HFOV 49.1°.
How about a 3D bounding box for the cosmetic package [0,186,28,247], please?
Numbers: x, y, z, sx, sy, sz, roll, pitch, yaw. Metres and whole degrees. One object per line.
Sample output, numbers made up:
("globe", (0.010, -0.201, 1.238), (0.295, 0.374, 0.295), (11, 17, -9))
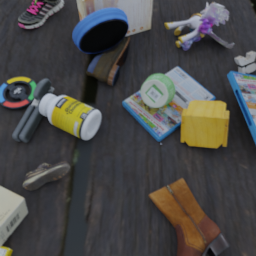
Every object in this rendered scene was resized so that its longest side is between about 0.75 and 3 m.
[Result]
("cosmetic package", (-3.969, 2.033, 7.433), (2.241, 0.819, 1.160), (22, 45, 11))

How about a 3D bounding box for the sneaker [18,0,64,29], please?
("sneaker", (-3.755, -5.172, 11.818), (0.907, 1.076, 2.459), (32, 64, 18))

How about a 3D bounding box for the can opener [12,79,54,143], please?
("can opener", (-3.146, -0.598, 9.243), (0.597, 0.753, 2.267), (5, 62, 26))

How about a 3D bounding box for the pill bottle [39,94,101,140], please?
("pill bottle", (-1.871, -0.411, 8.928), (1.850, 1.036, 1.036), (24, 62, 16))

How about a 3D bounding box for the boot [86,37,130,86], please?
("boot", (-0.678, -2.659, 10.415), (1.107, 0.854, 2.285), (17, 62, 6))

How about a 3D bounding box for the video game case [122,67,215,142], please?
("video game case", (1.414, -0.918, 9.716), (2.659, 0.237, 1.903), (-34, 65, -19))

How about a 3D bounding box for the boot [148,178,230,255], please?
("boot", (1.219, 2.576, 7.286), (2.057, 0.748, 2.185), (-27, 62, -15))

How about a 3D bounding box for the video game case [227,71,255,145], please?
("video game case", (4.478, -0.552, 9.020), (2.040, 0.254, 2.850), (5, 56, -21))

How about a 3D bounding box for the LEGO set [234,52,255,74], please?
("LEGO set", (5.529, -2.371, 10.214), (2.980, 1.223, 1.137), (-22, 30, -8))

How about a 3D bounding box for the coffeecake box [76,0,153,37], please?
("coffeecake box", (-0.491, -4.603, 10.863), (2.750, 2.111, 1.005), (-21, 61, -12))

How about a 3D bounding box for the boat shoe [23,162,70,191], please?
("boat shoe", (-2.388, 1.265, 8.049), (1.445, 0.538, 0.530), (-24, 53, 1))

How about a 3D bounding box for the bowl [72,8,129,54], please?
("bowl", (-0.954, -3.451, 10.208), (2.149, 2.149, 0.422), (-23, 79, -13))

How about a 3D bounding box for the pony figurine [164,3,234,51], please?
("pony figurine", (2.885, -3.941, 10.886), (2.267, 1.888, 2.189), (-29, 53, 0))

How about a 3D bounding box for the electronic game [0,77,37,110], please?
("electronic game", (-3.891, -1.247, 9.876), (1.433, 0.298, 1.433), (0, 58, 0))

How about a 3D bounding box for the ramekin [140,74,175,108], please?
("ramekin", (0.920, -1.153, 8.976), (1.081, 1.081, 0.528), (25, 30, 14))

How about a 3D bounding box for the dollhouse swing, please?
("dollhouse swing", (2.470, -0.161, 8.968), (1.372, 1.247, 1.206), (4, 16, 18))

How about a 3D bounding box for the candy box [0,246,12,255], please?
("candy box", (-3.840, 3.966, 6.676), (1.196, 0.309, 2.339), (14, 59, 4))
